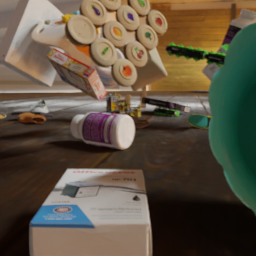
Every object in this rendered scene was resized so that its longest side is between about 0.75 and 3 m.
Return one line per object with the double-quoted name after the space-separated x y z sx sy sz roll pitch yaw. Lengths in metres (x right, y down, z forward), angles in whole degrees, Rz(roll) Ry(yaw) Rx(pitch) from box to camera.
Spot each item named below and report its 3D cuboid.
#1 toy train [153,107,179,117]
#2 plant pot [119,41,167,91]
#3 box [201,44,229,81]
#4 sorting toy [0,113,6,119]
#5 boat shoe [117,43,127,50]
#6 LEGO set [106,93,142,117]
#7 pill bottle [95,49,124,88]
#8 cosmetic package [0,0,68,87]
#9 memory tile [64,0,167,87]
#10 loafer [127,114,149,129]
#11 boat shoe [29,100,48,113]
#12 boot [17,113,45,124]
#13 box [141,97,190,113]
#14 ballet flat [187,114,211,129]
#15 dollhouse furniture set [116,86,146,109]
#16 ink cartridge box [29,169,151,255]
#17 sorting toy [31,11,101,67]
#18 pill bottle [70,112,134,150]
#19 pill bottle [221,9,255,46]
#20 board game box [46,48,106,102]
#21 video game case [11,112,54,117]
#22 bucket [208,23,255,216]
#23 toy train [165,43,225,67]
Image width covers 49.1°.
2.036 -0.849 15.018 0.506 0.375 1.795 6 5 -32 "toy train"
0.516 -2.963 12.579 1.769 1.771 1.568 -24 -16 12 "plant pot"
3.746 -2.135 10.518 0.711 1.297 1.470 -26 68 -40 "box"
-6.282 -0.435 12.921 1.084 0.262 1.925 -12 14 -33 "sorting toy"
-0.625 -4.312 15.074 1.883 0.619 0.678 5 -41 -41 "boat shoe"
-0.267 -1.218 14.557 1.606 1.210 2.089 -4 11 -21 "LEGO set"
-0.644 -1.964 9.541 0.945 0.945 1.737 -1 -9 -5 "pill bottle"
-3.086 -2.973 9.534 0.665 2.576 1.942 11 -12 32 "cosmetic package"
-0.121 -2.095 5.769 1.753 2.287 0.192 41 -31 -20 "memory tile"
0.089 -0.266 11.070 1.501 0.533 0.548 0 10 -2 "loafer"
-4.766 -1.057 14.977 0.860 0.748 2.333 -1 10 -4 "boat shoe"
-4.198 -0.403 12.158 1.180 0.435 0.913 -3 10 -19 "boot"
2.092 -1.279 15.633 2.252 0.407 1.610 18 8 39 "box"
3.157 -0.205 11.107 1.632 0.545 0.547 4 -11 6 "ballet flat"
0.104 -2.127 19.076 2.240 1.457 2.057 0 10 2 "dollhouse furniture set"
-0.346 1.026 3.316 1.133 0.664 1.547 0 11 0 "ink cartridge box"
-1.871 -3.008 8.726 2.012 1.194 2.235 1 42 -5 "sorting toy"
-0.771 0.041 8.039 1.731 0.972 0.972 7 12 30 "pill bottle"
4.406 -3.349 11.012 1.299 2.309 1.299 13 27 -6 "pill bottle"
-1.310 -1.340 7.189 1.408 0.326 1.067 31 -16 21 "board game box"
-4.515 -0.614 13.267 1.577 0.150 1.126 -2 -5 16 "video game case"
2.498 -0.087 3.278 2.895 2.895 1.884 5 -6 27 "bucket"
2.258 -2.435 9.237 2.141 0.447 0.604 21 27 29 "toy train"
